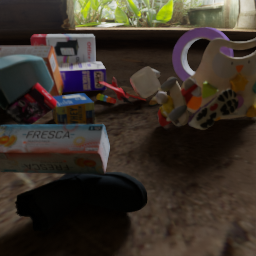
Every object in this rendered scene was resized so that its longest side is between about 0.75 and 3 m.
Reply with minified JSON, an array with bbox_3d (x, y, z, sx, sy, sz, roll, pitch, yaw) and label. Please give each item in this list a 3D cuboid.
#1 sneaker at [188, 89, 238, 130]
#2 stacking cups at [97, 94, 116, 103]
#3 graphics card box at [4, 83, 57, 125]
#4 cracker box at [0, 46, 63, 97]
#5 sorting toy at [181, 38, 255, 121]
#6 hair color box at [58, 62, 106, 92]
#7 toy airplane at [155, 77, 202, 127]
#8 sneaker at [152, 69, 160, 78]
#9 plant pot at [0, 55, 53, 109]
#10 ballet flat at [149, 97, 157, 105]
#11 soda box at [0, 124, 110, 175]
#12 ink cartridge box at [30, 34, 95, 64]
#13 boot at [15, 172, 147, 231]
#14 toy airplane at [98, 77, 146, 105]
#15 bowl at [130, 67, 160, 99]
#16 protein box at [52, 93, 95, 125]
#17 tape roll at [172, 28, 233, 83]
[{"bbox_3d":[2.120,-0.501,7.088,1.524,0.614,0.636,-29,11,-16],"label":"sneaker"},{"bbox_3d":[-0.765,-1.031,10.057,0.780,0.236,0.236,21,31,30],"label":"stacking cups"},{"bbox_3d":[-2.537,-0.552,7.276,1.163,0.729,0.296,-31,35,16],"label":"graphics card box"},{"bbox_3d":[-3.778,-1.862,9.696,2.680,1.795,0.773,0,49,3],"label":"cracker box"},{"bbox_3d":[3.039,-1.550,8.245,2.620,2.358,1.399,-7,38,-6],"label":"sorting toy"},{"bbox_3d":[-2.460,-2.094,11.532,2.975,0.964,1.626,-6,24,-9],"label":"hair color box"},{"bbox_3d":[1.252,-0.763,7.481,1.036,1.462,1.468,15,-3,-18],"label":"toy airplane"},{"bbox_3d":[1.062,-2.439,12.853,0.680,0.560,1.479,13,28,17],"label":"sneaker"},{"bbox_3d":[-3.162,-1.399,8.279,1.529,1.502,1.497,-36,37,-27],"label":"plant pot"},{"bbox_3d":[0.976,-1.020,9.948,0.268,0.246,0.779,13,27,27],"label":"ballet flat"},{"bbox_3d":[-1.308,0.360,4.758,1.896,0.603,0.648,0,48,8],"label":"soda box"},{"bbox_3d":[-2.840,-3.210,12.767,2.723,1.984,1.128,-3,24,-7],"label":"ink cartridge box"},{"bbox_3d":[-0.751,1.182,4.403,1.701,0.650,1.430,11,24,35],"label":"boot"},{"bbox_3d":[-0.363,-1.339,10.016,1.954,0.359,1.954,25,20,-10],"label":"toy airplane"},{"bbox_3d":[0.588,-1.647,10.337,0.980,0.979,0.366,-35,11,-19],"label":"bowl"},{"bbox_3d":[-1.636,-0.516,8.236,1.023,0.690,1.016,-11,26,-23],"label":"protein box"},{"bbox_3d":[3.061,-2.920,11.586,2.333,2.333,0.765,11,23,24],"label":"tape roll"}]
